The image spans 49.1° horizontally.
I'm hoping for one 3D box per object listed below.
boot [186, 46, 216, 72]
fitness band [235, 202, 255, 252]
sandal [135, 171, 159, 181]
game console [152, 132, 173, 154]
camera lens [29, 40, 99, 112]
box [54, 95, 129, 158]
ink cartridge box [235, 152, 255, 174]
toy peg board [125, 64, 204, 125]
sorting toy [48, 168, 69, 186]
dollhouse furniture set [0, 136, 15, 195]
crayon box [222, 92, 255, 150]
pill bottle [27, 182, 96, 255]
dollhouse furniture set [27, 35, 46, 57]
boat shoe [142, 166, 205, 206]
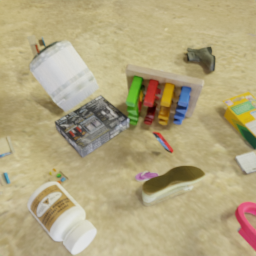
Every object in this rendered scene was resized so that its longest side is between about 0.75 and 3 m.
[{"bbox_3d":[3.655,-3.460,14.218,1.326,0.687,2.029,-3,43,5],"label":"boot"},{"bbox_3d":[4.203,3.184,8.242,1.700,0.443,2.367,-3,37,-39],"label":"fitness band"},{"bbox_3d":[0.673,1.700,10.068,0.875,0.215,0.356,-6,50,-5],"label":"sandal"},{"bbox_3d":[1.258,0.533,10.327,0.145,0.829,0.937,-40,100,-10],"label":"game console"},{"bbox_3d":[-2.629,-2.148,11.505,1.967,1.967,2.459,-43,104,-30],"label":"camera lens"},{"bbox_3d":[-1.443,-0.150,11.370,2.391,0.595,1.886,-35,58,-26],"label":"box"},{"bbox_3d":[4.517,1.326,10.418,0.785,0.160,0.786,-13,51,-10],"label":"ink cartridge box"},{"bbox_3d":[1.175,-0.875,10.795,2.763,2.775,1.357,14,71,9],"label":"toy peg board"},{"bbox_3d":[-2.554,1.772,9.979,0.753,0.101,0.561,36,58,23],"label":"sorting toy"},{"bbox_3d":[-4.714,1.416,9.812,1.258,1.251,1.785,-21,91,-50],"label":"dollhouse furniture set"},{"bbox_3d":[5.103,-0.360,11.541,1.496,0.614,2.379,-19,53,-16],"label":"crayon box"},{"bbox_3d":[-2.002,2.728,8.551,2.101,1.201,1.201,37,59,27],"label":"pill bottle"},{"bbox_3d":[-3.874,-3.443,13.381,1.211,1.718,1.204,-19,54,-12],"label":"dollhouse furniture set"},{"bbox_3d":[1.562,1.975,9.606,2.391,0.752,0.872,-17,36,-25],"label":"boat shoe"}]
